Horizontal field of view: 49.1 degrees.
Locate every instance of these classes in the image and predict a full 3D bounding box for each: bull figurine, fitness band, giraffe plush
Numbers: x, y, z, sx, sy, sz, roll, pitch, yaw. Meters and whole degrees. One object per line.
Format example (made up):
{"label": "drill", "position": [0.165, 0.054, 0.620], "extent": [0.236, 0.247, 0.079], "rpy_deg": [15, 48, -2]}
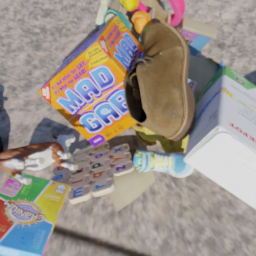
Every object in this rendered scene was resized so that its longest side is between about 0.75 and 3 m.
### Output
{"label": "bull figurine", "position": [-1.466, 0.498, 4.946], "extent": [0.923, 0.495, 1.521], "rpy_deg": [18, 25, 41]}
{"label": "fitness band", "position": [0.562, -3.641, 7.678], "extent": [1.750, 2.437, 0.456], "rpy_deg": [18, 79, 40]}
{"label": "giraffe plush", "position": [0.930, 0.022, 7.108], "extent": [1.512, 1.609, 1.865], "rpy_deg": [29, 70, 17]}

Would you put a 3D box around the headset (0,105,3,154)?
{"label": "headset", "position": [-4.018, 0.382, 7.529], "extent": [1.503, 1.144, 2.434], "rpy_deg": [3, 75, 5]}

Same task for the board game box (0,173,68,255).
{"label": "board game box", "position": [-1.897, 1.575, 5.163], "extent": [1.186, 0.312, 1.550], "rpy_deg": [15, 36, -3]}

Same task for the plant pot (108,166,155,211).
{"label": "plant pot", "position": [0.027, 1.264, 6.682], "extent": [1.123, 1.052, 1.052], "rpy_deg": [-23, 62, -8]}

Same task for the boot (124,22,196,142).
{"label": "boot", "position": [0.524, -1.200, 5.591], "extent": [1.115, 1.088, 2.955], "rpy_deg": [15, 52, -26]}

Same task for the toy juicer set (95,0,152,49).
{"label": "toy juicer set", "position": [-0.342, -3.046, 7.868], "extent": [0.735, 1.719, 2.702], "rpy_deg": [-27, 58, -26]}

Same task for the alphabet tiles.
{"label": "alphabet tiles", "position": [-0.844, 0.957, 6.491], "extent": [1.950, 0.146, 1.994], "rpy_deg": [-18, 26, 1]}

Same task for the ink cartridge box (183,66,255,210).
{"label": "ink cartridge box", "position": [2.131, 0.075, 5.291], "extent": [1.698, 0.985, 2.345], "rpy_deg": [34, 40, -5]}

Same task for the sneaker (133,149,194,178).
{"label": "sneaker", "position": [0.643, 0.744, 5.899], "extent": [0.904, 1.385, 0.551], "rpy_deg": [8, 82, -34]}

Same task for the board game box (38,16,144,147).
{"label": "board game box", "position": [-0.546, -1.115, 6.836], "extent": [1.919, 1.919, 1.920], "rpy_deg": [-31, 25, 29]}

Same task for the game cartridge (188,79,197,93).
{"label": "game cartridge", "position": [1.340, -0.798, 6.472], "extent": [0.203, 0.992, 0.661], "rpy_deg": [26, 105, 20]}

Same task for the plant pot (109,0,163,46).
{"label": "plant pot", "position": [0.069, -3.709, 9.390], "extent": [1.883, 1.883, 1.264], "rpy_deg": [-39, 41, -20]}

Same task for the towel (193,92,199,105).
{"label": "towel", "position": [1.824, -0.913, 8.384], "extent": [1.350, 0.351, 2.037], "rpy_deg": [3, 59, -1]}

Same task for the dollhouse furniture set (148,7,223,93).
{"label": "dollhouse furniture set", "position": [1.350, -1.763, 8.131], "extent": [2.229, 1.540, 2.361], "rpy_deg": [12, 69, -14]}
